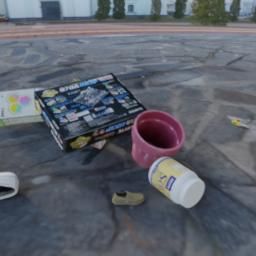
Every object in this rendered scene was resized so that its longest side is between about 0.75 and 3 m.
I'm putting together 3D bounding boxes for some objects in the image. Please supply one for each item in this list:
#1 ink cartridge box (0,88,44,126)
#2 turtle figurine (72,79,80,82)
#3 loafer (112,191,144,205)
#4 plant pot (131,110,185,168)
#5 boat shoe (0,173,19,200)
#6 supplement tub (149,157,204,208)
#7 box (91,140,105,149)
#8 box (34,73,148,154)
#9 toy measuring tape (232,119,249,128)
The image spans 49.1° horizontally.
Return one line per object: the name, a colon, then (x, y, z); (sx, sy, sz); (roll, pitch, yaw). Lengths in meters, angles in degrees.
ink cartridge box: (-4.649, -0.838, 11.588); (2.414, 0.716, 1.253); (-7, 66, -9)
turtle figurine: (-3.085, -2.833, 17.038); (0.724, 0.289, 0.897); (20, 33, 35)
loafer: (0.014, 1.872, 7.502); (0.876, 0.296, 0.333); (-4, 27, -9)
plant pot: (0.778, 0.474, 8.763); (1.576, 1.411, 1.576); (10, 48, -11)
boat shoe: (-4.013, 1.659, 7.408); (2.096, 0.771, 0.685); (-11, 25, -19)
supplement tub: (1.296, 1.458, 7.602); (0.954, 0.954, 1.312); (-17, 31, -31)
box: (-1.967, -0.123, 10.102); (2.308, 1.270, 0.401); (21, 57, 23)
box: (-1.198, -0.623, 9.074); (2.968, 0.683, 2.359); (-20, 52, -29)
toy measuring tape: (4.721, -0.180, 11.708); (0.766, 0.282, 0.282); (21, 33, 36)
